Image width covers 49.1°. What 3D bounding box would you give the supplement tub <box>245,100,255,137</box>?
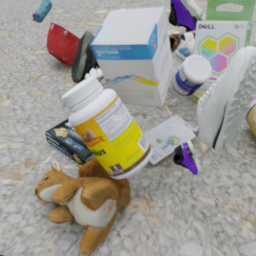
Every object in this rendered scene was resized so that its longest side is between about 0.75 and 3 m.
[{"bbox_3d":[5.091,0.009,9.534,1.525,1.525,2.097,-2,39,-2],"label":"supplement tub"}]

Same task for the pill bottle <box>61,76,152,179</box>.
[{"bbox_3d":[-0.518,-0.011,6.750,1.298,2.376,1.298,-31,17,11],"label":"pill bottle"}]

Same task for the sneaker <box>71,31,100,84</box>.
[{"bbox_3d":[-1.291,-2.443,10.399,1.392,0.929,2.429,26,47,-23],"label":"sneaker"}]

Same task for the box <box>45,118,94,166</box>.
[{"bbox_3d":[-1.650,0.357,9.935,2.060,0.474,1.637,29,47,31],"label":"box"}]

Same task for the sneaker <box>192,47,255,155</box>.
[{"bbox_3d":[2.228,-0.642,6.679,1.067,2.792,1.124,-20,45,-32],"label":"sneaker"}]

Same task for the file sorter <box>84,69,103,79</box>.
[{"bbox_3d":[-1.533,-3.134,13.541,1.634,1.017,1.134,-30,41,-27],"label":"file sorter"}]

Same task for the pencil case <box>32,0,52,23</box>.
[{"bbox_3d":[-2.903,-3.959,9.485,0.409,0.377,0.885,-2,54,29],"label":"pencil case"}]

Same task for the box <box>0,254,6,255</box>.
[{"bbox_3d":[-3.221,3.540,6.047,1.990,0.458,1.582,9,40,11],"label":"box"}]

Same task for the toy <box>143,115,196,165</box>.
[{"bbox_3d":[1.299,0.469,9.789,2.162,0.510,1.245,-27,50,-25],"label":"toy"}]

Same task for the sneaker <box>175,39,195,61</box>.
[{"bbox_3d":[2.882,-3.120,11.435,1.113,1.175,2.909,12,27,-29],"label":"sneaker"}]

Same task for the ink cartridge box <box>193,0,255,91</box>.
[{"bbox_3d":[2.903,-2.569,8.698,1.500,2.888,0.857,13,20,29],"label":"ink cartridge box"}]

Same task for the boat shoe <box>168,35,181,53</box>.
[{"bbox_3d":[1.475,-3.061,10.296,1.821,0.641,0.640,-38,10,-39],"label":"boat shoe"}]

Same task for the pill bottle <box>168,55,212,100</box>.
[{"bbox_3d":[1.621,-1.315,7.637,0.780,1.348,0.780,4,73,-12],"label":"pill bottle"}]

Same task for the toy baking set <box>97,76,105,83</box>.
[{"bbox_3d":[-1.447,-2.391,13.546,1.419,0.215,1.849,-22,38,-16],"label":"toy baking set"}]

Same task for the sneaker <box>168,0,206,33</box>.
[{"bbox_3d":[2.047,-4.796,11.403,1.290,2.594,0.902,-22,46,40],"label":"sneaker"}]

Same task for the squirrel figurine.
[{"bbox_3d":[-1.244,1.719,7.700,2.258,1.712,2.419,15,26,33],"label":"squirrel figurine"}]

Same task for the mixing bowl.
[{"bbox_3d":[-3.257,-4.082,14.345,2.411,2.411,1.306,32,89,33],"label":"mixing bowl"}]

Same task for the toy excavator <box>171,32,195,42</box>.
[{"bbox_3d":[3.039,-4.743,15.814,1.065,2.131,2.072,-10,84,-13],"label":"toy excavator"}]

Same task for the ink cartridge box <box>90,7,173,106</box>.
[{"bbox_3d":[0.228,-1.792,7.332,1.473,2.036,1.499,5,54,22],"label":"ink cartridge box"}]

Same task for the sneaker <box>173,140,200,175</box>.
[{"bbox_3d":[1.422,0.807,7.025,0.579,1.165,0.405,-21,38,5],"label":"sneaker"}]

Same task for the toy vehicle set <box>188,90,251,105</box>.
[{"bbox_3d":[3.896,-1.109,11.858,1.488,0.317,2.394,-22,44,-25],"label":"toy vehicle set"}]
